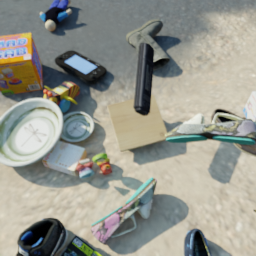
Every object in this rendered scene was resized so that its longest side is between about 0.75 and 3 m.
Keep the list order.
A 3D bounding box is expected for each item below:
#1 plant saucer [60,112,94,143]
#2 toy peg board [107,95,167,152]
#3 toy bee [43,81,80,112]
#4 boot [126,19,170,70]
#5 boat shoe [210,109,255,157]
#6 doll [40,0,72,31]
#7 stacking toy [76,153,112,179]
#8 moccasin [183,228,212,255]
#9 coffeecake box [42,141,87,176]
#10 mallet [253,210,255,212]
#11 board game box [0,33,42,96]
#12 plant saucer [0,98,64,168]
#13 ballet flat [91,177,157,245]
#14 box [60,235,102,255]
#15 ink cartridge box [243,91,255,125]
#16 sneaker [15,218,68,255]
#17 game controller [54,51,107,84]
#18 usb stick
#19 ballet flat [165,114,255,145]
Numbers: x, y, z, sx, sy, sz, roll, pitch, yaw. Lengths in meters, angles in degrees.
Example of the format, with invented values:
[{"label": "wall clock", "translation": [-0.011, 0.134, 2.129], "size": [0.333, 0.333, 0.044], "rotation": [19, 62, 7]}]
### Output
[{"label": "plant saucer", "translation": [-2.053, 0.030, 11.037], "size": [1.446, 0.363, 1.446], "rotation": [0, 55, 1]}, {"label": "toy peg board", "translation": [0.332, -0.086, 10.948], "size": [1.894, 0.927, 1.887], "rotation": [-14, 72, -8]}, {"label": "toy bee", "translation": [-2.832, -1.167, 11.308], "size": [1.599, 1.328, 2.443], "rotation": [9, 55, 6]}, {"label": "boot", "translation": [1.286, -4.053, 13.594], "size": [2.248, 0.897, 2.472], "rotation": [-33, 53, -5]}, {"label": "boat shoe", "translation": [3.306, 0.122, 8.236], "size": [2.148, 0.787, 0.800], "rotation": [34, 82, 34]}, {"label": "doll", "translation": [-3.898, -6.271, 15.279], "size": [1.803, 0.640, 2.643], "rotation": [3, 55, 13]}, {"label": "stacking toy", "translation": [-1.128, 1.393, 9.675], "size": [1.227, 1.110, 0.518], "rotation": [-17, 68, -13]}, {"label": "moccasin", "translation": [2.003, 4.145, 7.816], "size": [1.043, 0.884, 2.592], "rotation": [-8, 55, -6]}, {"label": "coffeecake box", "translation": [-2.309, 1.084, 10.230], "size": [1.269, 0.464, 0.974], "rotation": [16, 56, 11]}, {"label": "mallet", "translation": [4.594, 2.817, 9.214], "size": [0.868, 0.179, 0.286], "rotation": [-1, 50, 4]}, {"label": "board game box", "translation": [-4.830, -2.744, 12.124], "size": [1.765, 1.764, 1.764], "rotation": [-9, 55, -7]}, {"label": "plant saucer", "translation": [-3.648, 0.239, 10.483], "size": [2.853, 0.716, 2.853], "rotation": [-7, 58, 11]}, {"label": "ballet flat", "translation": [0.069, 2.708, 8.943], "size": [2.647, 0.915, 0.942], "rotation": [-35, 80, -17]}, {"label": "box", "translation": [-1.326, 4.437, 7.881], "size": [2.001, 0.475, 1.932], "rotation": [29, 58, 19]}, {"label": "ink cartridge box", "translation": [5.112, -0.758, 11.058], "size": [0.521, 1.232, 0.890], "rotation": [-9, 55, -6]}, {"label": "sneaker", "translation": [-2.929, 3.716, 7.642], "size": [1.084, 1.659, 2.966], "rotation": [26, 59, 17]}, {"label": "game controller", "translation": [-2.204, -2.865, 12.986], "size": [2.460, 0.518, 1.283], "rotation": [32, 61, 20]}, {"label": "usb stick", "translation": [0.555, -1.704, 9.579], "size": [0.428, 0.728, 2.624], "rotation": [-10, 66, 36]}, {"label": "ballet flat", "translation": [2.122, 0.020, 7.318], "size": [2.326, 0.837, 0.837], "rotation": [0, 52, 27]}]
